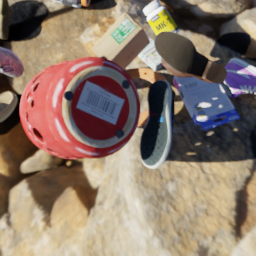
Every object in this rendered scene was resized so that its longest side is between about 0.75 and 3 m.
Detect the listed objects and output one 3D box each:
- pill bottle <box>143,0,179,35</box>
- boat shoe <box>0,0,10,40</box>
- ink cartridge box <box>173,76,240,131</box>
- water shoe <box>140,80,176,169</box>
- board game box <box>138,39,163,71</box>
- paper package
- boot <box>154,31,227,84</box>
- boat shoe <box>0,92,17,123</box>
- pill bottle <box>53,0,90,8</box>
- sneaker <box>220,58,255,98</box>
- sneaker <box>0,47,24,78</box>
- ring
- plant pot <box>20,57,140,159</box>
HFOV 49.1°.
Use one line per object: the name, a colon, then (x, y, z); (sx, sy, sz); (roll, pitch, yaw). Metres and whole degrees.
pill bottle: (1.294, -4.239, 11.154); (0.854, 0.854, 1.495); (-40, 102, -18)
boat shoe: (-6.280, -5.438, 13.366); (0.959, 1.022, 2.838); (-5, 66, -5)
ink cartridge box: (3.145, -1.188, 11.491); (1.654, 0.582, 2.772); (-18, 62, -8)
water shoe: (1.023, -0.073, 8.161); (0.916, 1.011, 2.562); (5, 84, 32)
board game box: (1.118, -3.305, 12.633); (0.977, 0.426, 1.324); (-38, 68, -16)
paper package: (-0.213, -2.860, 9.781); (1.716, 1.636, 0.888); (-44, 80, 9)
boot: (1.469, -2.177, 8.847); (2.497, 2.679, 0.861); (28, 99, -20)
boat shoe: (-5.554, -0.592, 11.023); (0.946, 0.851, 2.621); (40, 70, 18)
pill bottle: (-2.827, -6.587, 13.975); (1.811, 0.962, 0.962); (18, 65, 9)
sneaker: (5.085, -1.608, 11.572); (2.760, 1.000, 1.574); (31, 74, 22)
sneaker: (-3.768, -1.895, 7.932); (0.765, 2.048, 0.840); (-31, 62, 12)
ring: (0.243, -1.244, 11.412); (2.973, 0.285, 2.973); (-6, 57, 9)
plant pot: (-1.336, -0.476, 7.963); (2.942, 2.679, 2.942); (-2, 94, -30)
